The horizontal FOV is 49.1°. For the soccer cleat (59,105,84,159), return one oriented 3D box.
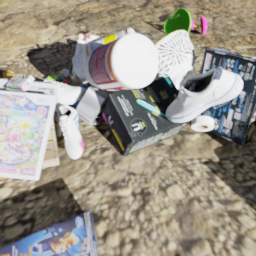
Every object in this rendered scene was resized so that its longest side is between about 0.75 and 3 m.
[{"bbox_3d":[-1.957,0.102,9.170,0.673,0.832,1.927,-24,56,14],"label":"soccer cleat"}]

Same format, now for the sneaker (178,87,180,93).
[{"bbox_3d":[2.099,-1.082,9.339,0.580,1.271,0.493,12,76,39],"label":"sneaker"}]

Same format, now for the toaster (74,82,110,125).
[{"bbox_3d":[-1.263,-0.870,10.400,0.866,1.319,1.459,34,10,11],"label":"toaster"}]

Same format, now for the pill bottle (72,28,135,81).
[{"bbox_3d":[-0.773,-2.670,10.575,2.509,1.371,1.371,-18,37,12],"label":"pill bottle"}]

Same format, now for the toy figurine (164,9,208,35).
[{"bbox_3d":[3.971,-6.558,18.123,2.280,1.860,2.477,-8,13,-31],"label":"toy figurine"}]

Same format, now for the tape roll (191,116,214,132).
[{"bbox_3d":[2.594,-0.130,9.777,0.772,0.772,0.270,4,67,5],"label":"tape roll"}]

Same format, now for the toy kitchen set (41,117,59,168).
[{"bbox_3d":[-3.080,0.325,9.241,1.321,1.461,1.620,-9,34,-15],"label":"toy kitchen set"}]

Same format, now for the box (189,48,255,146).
[{"bbox_3d":[3.439,-1.110,9.654,0.655,2.848,2.263,-15,32,-40],"label":"box"}]

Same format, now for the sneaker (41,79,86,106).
[{"bbox_3d":[-2.879,-1.339,10.692,2.653,1.068,1.014,-7,16,16],"label":"sneaker"}]

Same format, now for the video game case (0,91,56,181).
[{"bbox_3d":[-3.329,0.161,8.360,1.884,0.237,2.631,5,69,3],"label":"video game case"}]

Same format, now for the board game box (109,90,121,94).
[{"bbox_3d":[0.634,-1.354,11.911,2.625,0.810,2.626,-8,39,-11],"label":"board game box"}]

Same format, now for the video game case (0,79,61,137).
[{"bbox_3d":[-3.527,-0.710,10.175,2.160,1.966,0.247,5,22,3],"label":"video game case"}]

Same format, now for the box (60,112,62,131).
[{"bbox_3d":[-2.710,-0.257,10.739,1.446,0.594,0.494,5,42,4],"label":"box"}]

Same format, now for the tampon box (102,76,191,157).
[{"bbox_3d":[0.615,-0.410,9.683,2.395,1.512,1.795,-20,72,-22],"label":"tampon box"}]

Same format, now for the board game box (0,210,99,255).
[{"bbox_3d":[-1.930,3.417,5.983,2.785,0.859,2.787,-10,40,-10],"label":"board game box"}]

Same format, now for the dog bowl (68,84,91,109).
[{"bbox_3d":[-1.810,-1.202,11.814,0.970,0.432,1.741,33,51,14],"label":"dog bowl"}]

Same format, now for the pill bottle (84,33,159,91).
[{"bbox_3d":[-0.351,-1.890,8.561,1.475,1.475,2.584,-22,15,-25],"label":"pill bottle"}]

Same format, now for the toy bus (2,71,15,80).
[{"bbox_3d":[-5.610,-2.382,13.521,0.458,0.381,1.170,-27,46,-29],"label":"toy bus"}]

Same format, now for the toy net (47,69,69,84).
[{"bbox_3d":[-3.265,-2.560,13.801,0.843,0.311,1.608,11,40,13],"label":"toy net"}]

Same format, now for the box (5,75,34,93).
[{"bbox_3d":[-3.565,-1.460,9.176,1.072,0.186,0.590,11,64,41],"label":"box"}]

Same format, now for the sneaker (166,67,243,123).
[{"bbox_3d":[1.822,-0.956,7.842,0.957,2.703,0.987,29,58,-20],"label":"sneaker"}]

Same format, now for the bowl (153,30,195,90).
[{"bbox_3d":[1.702,-2.250,10.717,2.644,2.644,1.241,-29,69,-31],"label":"bowl"}]

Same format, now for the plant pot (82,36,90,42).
[{"bbox_3d":[-2.411,-4.471,15.706,1.024,1.024,0.916,11,56,13],"label":"plant pot"}]

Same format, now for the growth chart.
[{"bbox_3d":[-0.813,-2.689,11.376,2.970,2.149,0.263,5,17,2],"label":"growth chart"}]
